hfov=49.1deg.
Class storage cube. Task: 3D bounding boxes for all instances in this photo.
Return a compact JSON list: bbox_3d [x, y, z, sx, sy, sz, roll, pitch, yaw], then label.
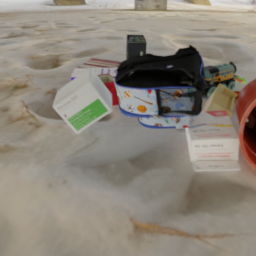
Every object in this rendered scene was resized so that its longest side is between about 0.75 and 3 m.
[{"bbox_3d":[-1.088,-1.560,11.899,1.070,1.125,1.251,-16,32,-26],"label":"storage cube"}]

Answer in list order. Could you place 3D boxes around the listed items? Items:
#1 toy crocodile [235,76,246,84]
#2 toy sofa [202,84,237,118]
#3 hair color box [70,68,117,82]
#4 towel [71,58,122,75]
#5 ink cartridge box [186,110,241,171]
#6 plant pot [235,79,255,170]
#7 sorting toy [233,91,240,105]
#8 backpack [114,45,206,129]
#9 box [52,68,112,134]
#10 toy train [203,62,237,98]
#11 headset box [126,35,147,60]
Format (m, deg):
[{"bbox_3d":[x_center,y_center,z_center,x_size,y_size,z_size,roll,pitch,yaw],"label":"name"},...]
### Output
[{"bbox_3d":[5.746,-2.470,14.421,0.254,0.278,0.824,-15,33,-21],"label":"toy crocodile"},{"bbox_3d":[3.546,-0.797,10.980,0.876,1.033,2.116,33,35,6],"label":"toy sofa"},{"bbox_3d":[-1.376,-2.350,13.642,2.601,0.843,1.422,-2,28,0],"label":"hair color box"},{"bbox_3d":[-1.713,-3.343,15.997,2.077,0.328,2.883,11,32,14],"label":"towel"},{"bbox_3d":[2.566,0.327,8.673,1.391,0.806,2.388,-4,29,8],"label":"ink cartridge box"},{"bbox_3d":[4.504,-0.314,8.302,2.793,2.793,2.716,5,21,9],"label":"plant pot"},{"bbox_3d":[5.606,-1.382,11.981,2.710,0.363,2.019,-12,25,-13],"label":"sorting toy"},{"bbox_3d":[0.973,-1.292,8.991,2.748,2.223,2.885,5,32,9],"label":"backpack"},{"bbox_3d":[-1.568,-0.983,9.975,1.591,1.369,1.598,-32,26,11],"label":"box"},{"bbox_3d":[4.094,-2.237,12.859,2.401,1.368,1.023,-18,34,-28],"label":"toy train"},{"bbox_3d":[0.434,-4.029,15.597,1.003,1.882,2.162,-1,30,-3],"label":"headset box"}]
